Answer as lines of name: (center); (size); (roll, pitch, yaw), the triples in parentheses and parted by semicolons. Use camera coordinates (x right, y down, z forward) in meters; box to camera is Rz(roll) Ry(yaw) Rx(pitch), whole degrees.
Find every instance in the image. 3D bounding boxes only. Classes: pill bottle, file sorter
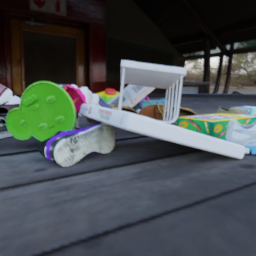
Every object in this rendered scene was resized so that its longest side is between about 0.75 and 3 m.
pill bottle: (-1.991, -0.920, 8.705); (1.458, 0.845, 0.845); (0, 9, -1)
pill bottle: (-1.141, -0.677, 9.840); (0.829, 0.829, 1.433); (11, -24, 50)
pill bottle: (-5.316, -1.164, 10.602); (2.356, 1.345, 1.345); (32, 1, -16)
file sorter: (0.608, -0.956, 9.195); (1.875, 1.683, 2.702); (7, -2, -1)

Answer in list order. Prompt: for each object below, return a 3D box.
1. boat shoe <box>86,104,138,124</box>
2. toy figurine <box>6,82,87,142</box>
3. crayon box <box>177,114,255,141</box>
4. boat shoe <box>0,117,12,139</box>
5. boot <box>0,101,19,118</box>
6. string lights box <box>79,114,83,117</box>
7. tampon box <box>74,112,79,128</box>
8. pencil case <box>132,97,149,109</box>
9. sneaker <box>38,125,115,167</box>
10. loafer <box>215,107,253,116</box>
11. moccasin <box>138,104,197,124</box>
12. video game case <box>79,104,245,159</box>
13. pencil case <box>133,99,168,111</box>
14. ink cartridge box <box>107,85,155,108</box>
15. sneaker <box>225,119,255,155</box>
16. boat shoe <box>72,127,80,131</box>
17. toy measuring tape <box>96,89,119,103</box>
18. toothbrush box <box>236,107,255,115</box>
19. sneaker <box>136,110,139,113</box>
boat shoe: (-0.588, -0.565, 11.286); (2.356, 0.892, 0.846); (-10, 15, -39)
toy figurine: (-1.899, -0.477, 7.464); (1.970, 1.479, 1.813); (-21, 8, 20)
crayon box: (2.705, -0.038, 8.522); (2.189, 0.638, 1.300); (-6, 10, -34)
boat shoe: (-3.753, -0.051, 8.666); (0.628, 0.565, 1.776); (5, 13, 20)
boot: (-3.216, -0.415, 9.446); (2.423, 0.877, 2.016); (5, 3, 25)
string lights box: (-1.656, -1.057, 14.442); (1.859, 0.548, 0.955); (-14, 13, -19)
tampon box: (-1.978, -0.078, 8.496); (0.879, 0.741, 1.173); (-1, 9, -4)
pencil case: (0.125, -1.498, 16.659); (1.087, 1.087, 2.461); (-6, 11, -35)
sneaker: (-1.146, 0.288, 6.336); (0.995, 0.695, 2.000); (5, 11, 34)
loafer: (4.411, -0.504, 11.431); (0.754, 0.669, 1.984); (-9, 13, -44)
moccasin: (1.585, -0.500, 11.224); (2.347, 0.858, 0.906); (8, -1, -12)
video game case: (0.650, 0.027, 6.512); (2.970, 0.340, 2.703); (14, 1, -28)
pencil case: (1.178, -1.105, 14.564); (1.877, 0.799, 0.867); (-4, 47, -32)
ink cartridge box: (0.463, -1.434, 13.564); (2.424, 0.851, 2.983); (-40, -17, 11)
sneaker: (3.319, 0.174, 6.385); (2.158, 0.935, 0.809); (5, 9, 20)
boat shoe: (-1.452, 0.205, 7.384); (1.636, 0.530, 0.588); (-7, 12, -38)
toy measuring tape: (-1.161, -1.296, 13.184); (0.914, 0.914, 2.485); (7, 22, 38)
toothbrush box: (6.194, -0.883, 14.605); (1.004, 0.428, 0.735); (-7, 11, -36)
sneaker: (0.577, -0.590, 12.344); (0.545, 0.471, 1.257); (18, 3, -1)
